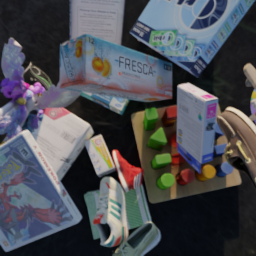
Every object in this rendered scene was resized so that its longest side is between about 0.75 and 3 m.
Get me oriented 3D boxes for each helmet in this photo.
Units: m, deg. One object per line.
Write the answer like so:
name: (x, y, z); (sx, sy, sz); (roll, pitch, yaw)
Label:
helmet: (-3.147, -1.184, 9.007); (1.520, 1.449, 1.520); (-22, 34, 16)

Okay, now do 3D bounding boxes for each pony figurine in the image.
pony figurine: (-2.402, -0.588, 6.394); (1.890, 2.191, 2.270); (35, 49, -15)

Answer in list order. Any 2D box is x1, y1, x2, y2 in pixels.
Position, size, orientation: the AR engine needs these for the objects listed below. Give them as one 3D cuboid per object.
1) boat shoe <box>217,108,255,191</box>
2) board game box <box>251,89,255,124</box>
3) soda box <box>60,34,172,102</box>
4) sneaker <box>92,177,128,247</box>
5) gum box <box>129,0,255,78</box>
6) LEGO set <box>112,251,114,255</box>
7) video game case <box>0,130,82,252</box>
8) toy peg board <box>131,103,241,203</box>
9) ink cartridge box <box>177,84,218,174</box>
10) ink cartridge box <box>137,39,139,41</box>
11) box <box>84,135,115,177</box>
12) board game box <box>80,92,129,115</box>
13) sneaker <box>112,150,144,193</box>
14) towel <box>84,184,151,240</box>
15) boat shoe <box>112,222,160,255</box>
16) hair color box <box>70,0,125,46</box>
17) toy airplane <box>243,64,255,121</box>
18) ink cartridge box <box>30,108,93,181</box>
boat shoe: (2.776, 0.672, 6.419); (0.889, 1.072, 2.985); (-29, 46, 6)
board game box: (5.586, -0.746, 9.370); (2.757, 0.537, 2.179); (-3, 75, -1)
soda box: (-0.142, -1.173, 6.150); (0.866, 2.723, 0.931); (-2, 86, 43)
sneaker: (-0.519, 2.102, 7.077); (0.621, 0.824, 1.763); (-21, 70, 33)
gum box: (1.497, -2.766, 6.427); (2.136, 0.560, 2.515); (44, 106, 34)
LEGO set: (-0.109, 3.808, 8.371); (0.756, 0.214, 0.491); (11, 73, 16)
video game case: (-2.140, 1.297, 5.338); (2.065, 0.237, 1.881); (-29, 95, 24)
toy peg board: (1.816, 0.535, 8.558); (2.943, 1.445, 2.955); (-11, 76, -3)
ink cartridge box: (1.377, 0.011, 5.796); (0.346, 0.984, 1.648); (-13, 120, -19)
ink cartridge box: (1.753, -3.656, 9.957); (2.631, 0.888, 1.532); (12, 76, 3)
box: (-0.892, 0.894, 8.874); (0.586, 0.650, 1.155); (-22, 75, -6)
board game box: (-0.454, -1.752, 9.652); (1.615, 0.502, 2.139); (26, 77, 7)
sneaker: (0.030, 1.265, 8.798); (0.811, 0.550, 1.404); (-18, 69, -5)
towel: (-0.325, 2.489, 8.677); (1.849, 0.216, 1.410); (-14, 76, -4)
boat shoe: (0.015, 2.976, 6.799); (1.795, 0.557, 0.646); (-39, 34, -21)
hair color box: (-0.835, -3.349, 7.406); (1.386, 0.839, 2.772); (-1, 118, -14)
toy airplane: (3.550, -0.691, 6.867); (1.625, 1.152, 1.632); (4, 89, -5)
ink cartridge box: (-2.385, 0.515, 8.831); (1.616, 0.913, 2.205); (32, 77, 8)
